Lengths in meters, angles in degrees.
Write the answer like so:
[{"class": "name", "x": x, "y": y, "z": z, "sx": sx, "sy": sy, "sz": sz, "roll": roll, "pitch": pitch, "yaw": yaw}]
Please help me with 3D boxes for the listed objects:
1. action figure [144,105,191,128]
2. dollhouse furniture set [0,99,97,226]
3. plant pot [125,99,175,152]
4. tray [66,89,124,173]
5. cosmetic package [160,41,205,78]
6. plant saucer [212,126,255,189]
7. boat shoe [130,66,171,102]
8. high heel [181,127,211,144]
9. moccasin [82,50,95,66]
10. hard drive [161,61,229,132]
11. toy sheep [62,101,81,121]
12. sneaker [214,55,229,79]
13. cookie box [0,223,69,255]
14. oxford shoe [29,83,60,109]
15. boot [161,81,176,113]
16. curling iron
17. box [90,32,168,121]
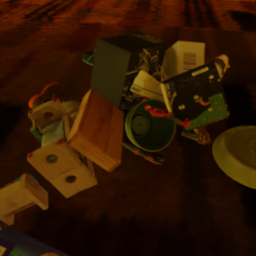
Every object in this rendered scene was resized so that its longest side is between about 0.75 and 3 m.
[{"class": "action figure", "x": 1.242, "y": -0.419, "z": 8.992, "sx": 1.532, "sy": 0.396, "sz": 0.501, "roll": 16, "pitch": 20, "yaw": -11}, {"class": "dollhouse furniture set", "x": -2.503, "y": 0.873, "z": 7.354, "sx": 2.598, "sy": 1.820, "sz": 1.831, "roll": -26, "pitch": 42, "yaw": 3}, {"class": "plant pot", "x": 0.597, "y": -0.088, "z": 9.619, "sx": 1.717, "sy": 1.717, "sz": 1.150, "roll": -20, "pitch": 9, "yaw": -23}, {"class": "tray", "x": -0.767, "y": -0.065, "z": 7.668, "sx": 1.306, "sy": 0.490, "sz": 2.649, "roll": 37, "pitch": 22, "yaw": -18}, {"class": "cosmetic package", "x": 1.918, "y": -2.300, "z": 11.089, "sx": 1.032, "sy": 1.469, "sz": 2.897, "roll": 1, "pitch": 2, "yaw": -11}, {"class": "plant saucer", "x": 4.384, "y": 0.807, "z": 9.368, "sx": 2.980, "sy": 0.463, "sz": 2.980, "roll": 0, "pitch": 38, "yaw": 0}, {"class": "boat shoe", "x": 1.052, "y": -1.575, "z": 9.832, "sx": 0.959, "sy": 1.106, "sz": 2.595, "roll": 29, "pitch": 14, "yaw": 33}, {"class": "high heel", "x": 2.815, "y": -0.064, "z": 10.296, "sx": 1.102, "sy": 0.552, "sz": 1.546, "roll": 22, "pitch": 60, "yaw": 34}, {"class": "moccasin", "x": -0.989, "y": -3.742, "z": 14.545, "sx": 2.990, "sy": 1.019, "sz": 1.203, "roll": 13, "pitch": 41, "yaw": 16}, {"class": "hard drive", "x": 2.277, "y": -0.914, "z": 9.188, "sx": 1.709, "sy": 2.446, "sz": 0.463, "roll": -20, "pitch": 48, "yaw": 17}, {"class": "toy sheep", "x": -1.791, "y": -0.058, "z": 9.596, "sx": 1.652, "sy": 1.652, "sz": 2.397, "roll": -28, "pitch": 53, "yaw": -30}, {"class": "sneaker", "x": 3.478, "y": -2.266, "z": 10.769, "sx": 0.653, "sy": 1.666, "sz": 0.661, "roll": 44, "pitch": 91, "yaw": 8}, {"class": "cookie box", "x": -2.353, "y": 3.509, "z": 5.497, "sx": 2.875, "sy": 1.080, "sz": 2.459, "roll": 15, "pitch": 43, "yaw": 19}, {"class": "oxford shoe", "x": -3.073, "y": -1.183, "z": 10.863, "sx": 0.594, "sy": 0.583, "sz": 1.637, "roll": 25, "pitch": 49, "yaw": 13}, {"class": "boot", "x": 1.254, "y": -0.914, "z": 8.213, "sx": 0.394, "sy": 0.872, "sz": 0.317, "roll": -15, "pitch": 6, "yaw": 10}, {"class": "curling iron", "x": 0.382, "y": 0.783, "z": 9.421, "sx": 2.052, "sy": 0.262, "sz": 0.509, "roll": 21, "pitch": 14, "yaw": 40}, {"class": "box", "x": -0.030, "y": -1.880, "z": 10.278, "sx": 1.422, "sy": 2.731, "sz": 2.487, "roll": 30, "pitch": 37, "yaw": 24}]
